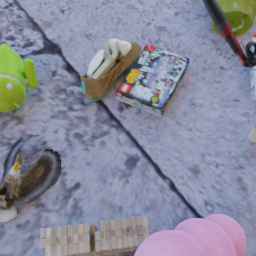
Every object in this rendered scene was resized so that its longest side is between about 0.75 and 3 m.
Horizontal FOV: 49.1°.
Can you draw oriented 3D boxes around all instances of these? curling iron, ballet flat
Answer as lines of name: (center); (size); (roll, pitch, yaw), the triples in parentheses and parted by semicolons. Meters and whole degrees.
curling iron: (2.284, -2.376, 6.342); (2.607, 0.646, 0.333); (45, 31, -14)
ballet flat: (-0.540, -2.102, 8.760); (0.962, 1.026, 2.837); (21, 60, 34)

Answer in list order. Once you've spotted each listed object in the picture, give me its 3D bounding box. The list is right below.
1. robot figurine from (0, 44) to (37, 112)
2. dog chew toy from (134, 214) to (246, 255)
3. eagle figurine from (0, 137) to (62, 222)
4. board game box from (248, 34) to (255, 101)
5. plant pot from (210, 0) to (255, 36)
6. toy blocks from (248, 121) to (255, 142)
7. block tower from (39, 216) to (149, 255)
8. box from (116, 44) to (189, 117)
robot figurine: (-3.739, -1.441, 8.236); (1.993, 1.314, 2.271); (-8, 58, -15)
dog chew toy: (1.375, 2.615, 5.624); (2.645, 1.647, 1.647); (-18, 59, -32)
eagle figurine: (-2.711, 1.209, 6.888); (1.443, 1.435, 1.902); (57, 31, -13)
board game box: (4.676, -1.896, 8.854); (1.496, 0.410, 2.370); (5, 66, 5)
plant pot: (3.671, -4.429, 9.807); (2.098, 2.098, 2.020); (8, 72, 5)
toy blocks: (4.659, 0.238, 6.874); (2.126, 1.915, 2.275); (-19, 61, -11)
block tower: (-0.714, 2.487, 6.268); (2.331, 0.674, 0.629); (-7, 59, -2)
box: (0.803, -1.558, 8.815); (1.545, 0.450, 2.257); (22, 61, 13)
